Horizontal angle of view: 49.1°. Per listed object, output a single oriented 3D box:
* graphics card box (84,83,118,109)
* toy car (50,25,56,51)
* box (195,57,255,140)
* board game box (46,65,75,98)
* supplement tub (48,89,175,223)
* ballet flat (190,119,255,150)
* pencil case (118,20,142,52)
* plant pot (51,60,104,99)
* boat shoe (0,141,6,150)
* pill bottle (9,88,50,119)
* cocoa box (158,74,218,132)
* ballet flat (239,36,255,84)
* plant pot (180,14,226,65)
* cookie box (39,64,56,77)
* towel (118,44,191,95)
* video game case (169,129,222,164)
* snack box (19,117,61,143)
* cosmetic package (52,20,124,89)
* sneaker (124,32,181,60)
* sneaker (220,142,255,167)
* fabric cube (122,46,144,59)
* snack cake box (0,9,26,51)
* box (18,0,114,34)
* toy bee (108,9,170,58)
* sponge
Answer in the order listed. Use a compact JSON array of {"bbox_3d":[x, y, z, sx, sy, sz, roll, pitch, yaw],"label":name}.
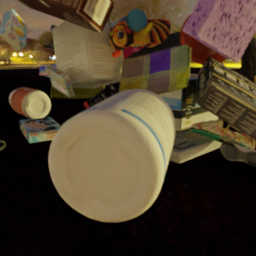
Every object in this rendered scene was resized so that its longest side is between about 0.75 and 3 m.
[{"bbox_3d":[-0.605,-0.642,7.029,0.880,0.552,0.224,-38,23,2],"label":"graphics card box"},{"bbox_3d":[-2.138,-3.195,10.648,1.828,1.501,1.442,19,34,13],"label":"toy car"},{"bbox_3d":[3.331,-0.697,7.878,2.916,0.716,2.351,30,33,-4],"label":"box"},{"bbox_3d":[-1.930,-1.327,7.932,0.170,0.668,0.994,-34,46,-26],"label":"board game box"},{"bbox_3d":[-0.083,0.308,5.541,1.898,1.898,2.878,4,15,14],"label":"supplement tub"},{"bbox_3d":[2.569,0.118,7.551,1.871,0.598,0.708,21,-10,-8],"label":"ballet flat"},{"bbox_3d":[0.112,-3.499,10.495,0.588,0.607,1.297,31,-11,42],"label":"pencil case"},{"bbox_3d":[-2.773,-2.940,16.247,2.856,2.967,2.967,9,14,-11],"label":"plant pot"},{"bbox_3d":[-3.935,0.508,7.601,0.509,0.397,1.121,4,13,31],"label":"boat shoe"},{"bbox_3d":[-4.289,-1.098,11.941,1.183,1.183,2.110,-13,20,-39],"label":"pill bottle"},{"bbox_3d":[1.867,-0.985,9.569,1.621,1.595,2.431,15,20,43],"label":"cocoa box"},{"bbox_3d":[4.344,-2.271,9.690,0.822,0.962,2.893,12,55,-1],"label":"ballet flat"},{"bbox_3d":[2.748,-3.011,8.635,1.977,1.977,1.923,0,7,1],"label":"plant pot"},{"bbox_3d":[-3.073,-2.384,12.001,0.952,0.418,1.113,1,-1,25],"label":"cookie box"},{"bbox_3d":[0.648,-1.459,7.395,1.975,1.418,0.225,-5,-30,28],"label":"towel"},{"bbox_3d":[1.441,0.271,8.629,2.872,0.316,2.618,-13,20,-40],"label":"video game case"},{"bbox_3d":[-2.940,0.036,9.425,1.104,0.353,1.901,-8,17,-28],"label":"snack box"},{"bbox_3d":[-1.179,-2.233,8.559,1.520,1.828,1.529,-7,1,42],"label":"cosmetic package"},{"bbox_3d":[1.169,-2.686,11.070,2.969,1.218,1.041,-23,43,17],"label":"sneaker"},{"bbox_3d":[2.928,0.681,7.162,1.193,0.444,0.519,23,15,41],"label":"sneaker"},{"bbox_3d":[0.211,-3.639,13.436,1.285,1.281,1.261,16,32,25],"label":"fabric cube"},{"bbox_3d":[-3.223,-2.771,7.916,0.365,0.625,1.087,-23,53,11],"label":"snack cake box"},{"bbox_3d":[-1.628,-3.045,6.361,2.330,0.873,1.167,27,6,20],"label":"box"},{"bbox_3d":[-0.021,-2.606,7.983,2.468,1.341,1.615,6,1,-3],"label":"toy bee"},{"bbox_3d":[2.223,-2.398,5.986,0.419,1.565,2.806,35,20,29],"label":"sponge"}]
